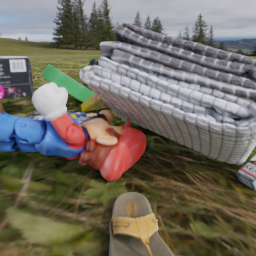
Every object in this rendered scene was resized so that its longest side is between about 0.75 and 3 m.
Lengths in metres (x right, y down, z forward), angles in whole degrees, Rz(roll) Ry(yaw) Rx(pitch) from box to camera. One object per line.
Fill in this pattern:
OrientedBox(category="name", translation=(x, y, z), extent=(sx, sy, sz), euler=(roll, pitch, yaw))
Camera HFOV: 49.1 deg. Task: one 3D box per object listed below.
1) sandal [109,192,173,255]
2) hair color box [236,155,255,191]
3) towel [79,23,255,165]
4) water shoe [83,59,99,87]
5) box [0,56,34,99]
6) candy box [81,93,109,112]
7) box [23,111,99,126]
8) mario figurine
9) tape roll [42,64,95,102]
OrientedBox(category="sandal", translation=(0.108, 1.184, 3.371), extent=(0.708, 0.476, 1.764), euler=(-2, 18, -6))
OrientedBox(category="hair color box", translation=(2.290, 0.669, 4.784), extent=(0.789, 0.239, 0.390), euler=(-38, 28, -9))
OrientedBox(category="towel", translation=(0.891, -0.499, 4.821), extent=(2.785, 1.192, 2.306), euler=(23, -8, 21))
OrientedBox(category="water shoe", translation=(-0.232, -1.701, 10.018), extent=(2.933, 1.157, 1.049), euler=(18, 6, 11))
OrientedBox(category="box", translation=(-4.130, -1.571, 8.811), extent=(1.941, 1.282, 1.113), euler=(-10, 14, -29))
OrientedBox(category="candy box", translation=(-0.577, -0.971, 8.751), extent=(1.198, 0.310, 2.344), euler=(-11, -4, -27))
OrientedBox(category="box", translation=(-1.830, 0.014, 7.055), extent=(1.986, 0.497, 2.000), euler=(4, 18, 11))
OrientedBox(category="mario figurine", translation=(-1.017, -0.015, 5.003), extent=(2.789, 1.478, 1.722), euler=(11, 9, -13))
OrientedBox(category="tape roll", translation=(-2.095, -1.546, 10.197), extent=(2.076, 0.499, 2.076), euler=(33, 3, -2))
